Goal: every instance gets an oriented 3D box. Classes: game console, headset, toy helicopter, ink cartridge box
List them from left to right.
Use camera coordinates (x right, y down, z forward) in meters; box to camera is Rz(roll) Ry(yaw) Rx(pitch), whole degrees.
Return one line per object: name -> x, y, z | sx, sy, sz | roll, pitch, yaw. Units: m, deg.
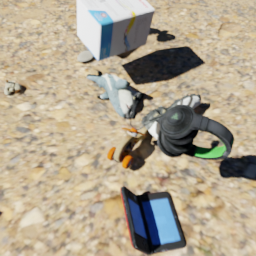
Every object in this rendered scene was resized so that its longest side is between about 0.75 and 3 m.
ink cartridge box -> -0.528, -4.043, 10.776 | 2.351, 1.717, 1.725 | -25, 64, -23
toy helicopter -> 0.160, 0.400, 9.626 | 0.789, 1.323, 2.001 | 27, 35, 21
game console -> 0.676, 2.507, 7.947 | 1.064, 1.545, 1.793 | -26, 49, 13
headset -> 1.172, -0.052, 6.516 | 2.519, 1.556, 1.184 | 17, 65, 10

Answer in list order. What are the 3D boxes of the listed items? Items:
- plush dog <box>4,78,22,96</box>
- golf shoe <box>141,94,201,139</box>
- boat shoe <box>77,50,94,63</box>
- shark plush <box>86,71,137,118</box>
plush dog -> -4.888, -1.763, 11.955 | 0.648, 0.606, 0.755 | 9, 45, -23
golf shoe -> 1.844, -0.349, 10.536 | 2.811, 1.093, 1.328 | -26, 79, -26
boat shoe -> -1.865, -3.579, 13.597 | 0.522, 0.445, 1.560 | 49, 64, -5
shark plush -> -0.851, -1.629, 11.549 | 2.978, 1.353, 1.240 | 37, 89, 22
